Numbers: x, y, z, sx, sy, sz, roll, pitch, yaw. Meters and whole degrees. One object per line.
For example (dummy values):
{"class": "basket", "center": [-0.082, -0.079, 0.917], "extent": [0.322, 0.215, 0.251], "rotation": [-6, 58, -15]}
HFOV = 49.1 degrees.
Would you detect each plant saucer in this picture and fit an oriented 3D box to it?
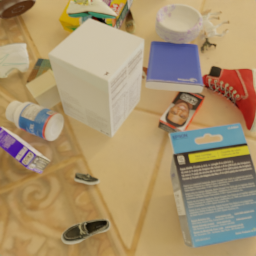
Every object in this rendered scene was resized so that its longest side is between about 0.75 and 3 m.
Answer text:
{"class": "plant saucer", "center": [-4.888, -5.294, 12.217], "extent": [2.142, 2.142, 0.344], "rotation": [-33, 104, -20]}

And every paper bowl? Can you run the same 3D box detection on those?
{"class": "paper bowl", "center": [2.093, -4.266, 11.822], "extent": [1.912, 0.994, 1.912], "rotation": [0, 55, 0]}

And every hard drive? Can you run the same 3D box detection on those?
{"class": "hard drive", "center": [1.726, -2.395, 10.567], "extent": [1.929, 0.371, 2.924], "rotation": [6, 43, 4]}

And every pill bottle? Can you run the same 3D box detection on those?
{"class": "pill bottle", "center": [-3.082, -0.283, 9.189], "extent": [1.712, 0.961, 0.961], "rotation": [20, 58, 15]}

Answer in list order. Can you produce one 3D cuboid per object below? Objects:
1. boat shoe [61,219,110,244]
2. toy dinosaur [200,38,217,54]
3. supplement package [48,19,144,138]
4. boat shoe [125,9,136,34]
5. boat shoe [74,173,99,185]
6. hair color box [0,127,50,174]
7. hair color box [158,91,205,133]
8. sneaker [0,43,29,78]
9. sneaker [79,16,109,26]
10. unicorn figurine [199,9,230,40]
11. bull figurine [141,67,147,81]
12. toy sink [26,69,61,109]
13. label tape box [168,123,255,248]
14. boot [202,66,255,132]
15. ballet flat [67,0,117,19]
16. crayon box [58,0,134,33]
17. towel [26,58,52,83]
{"class": "boat shoe", "center": [-1.144, 2.684, 7.476], "extent": [1.340, 0.475, 0.483], "rotation": [-17, 58, -11]}
{"class": "toy dinosaur", "center": [3.363, -3.451, 11.604], "extent": [0.580, 0.312, 1.316], "rotation": [17, 43, 12]}
{"class": "supplement package", "center": [-0.874, -1.522, 8.933], "extent": [2.029, 2.673, 2.014], "rotation": [26, 59, 17]}
{"class": "boat shoe", "center": [0.049, -4.709, 12.395], "extent": [0.484, 0.414, 1.320], "rotation": [-12, 61, 9]}
{"class": "boat shoe", "center": [-1.234, 1.499, 8.343], "extent": [0.774, 0.274, 0.279], "rotation": [6, 20, 4]}
{"class": "hair color box", "center": [-3.263, 0.687, 8.521], "extent": [1.625, 0.888, 0.526], "rotation": [31, 79, 20]}
{"class": "hair color box", "center": [1.845, -0.557, 9.609], "extent": [0.892, 0.538, 1.757], "rotation": [28, 61, 15]}
{"class": "sneaker", "center": [-5.131, -2.341, 10.346], "extent": [2.904, 1.164, 1.021], "rotation": [-14, 20, -10]}
{"class": "sneaker", "center": [-1.076, -3.430, 10.715], "extent": [0.927, 1.063, 2.364], "rotation": [-29, 99, -35]}
{"class": "unicorn figurine", "center": [3.518, -4.346, 12.047], "extent": [1.525, 0.820, 2.220], "rotation": [-18, 39, -4]}
{"class": "bull figurine", "center": [0.261, -2.184, 10.776], "extent": [1.203, 0.392, 0.730], "rotation": [10, 52, 6]}
{"class": "toy sink", "center": [-2.686, -1.418, 9.838], "extent": [1.384, 0.902, 0.775], "rotation": [-35, 64, -9]}
{"class": "label tape box", "center": [2.308, 1.495, 7.581], "extent": [2.091, 0.965, 2.919], "rotation": [-8, 71, -5]}
{"class": "boot", "center": [3.535, -1.089, 9.722], "extent": [2.074, 1.041, 2.875], "rotation": [8, 48, 6]}
{"class": "ballet flat", "center": [-1.332, -4.300, 10.020], "extent": [2.034, 0.706, 0.706], "rotation": [12, 56, 24]}
{"class": "crayon box", "center": [-1.275, -5.177, 12.021], "extent": [2.356, 0.796, 2.730], "rotation": [22, 78, 10]}
{"class": "towel", "center": [-2.842, -2.119, 10.885], "extent": [1.846, 0.200, 1.354], "rotation": [8, 57, 7]}
